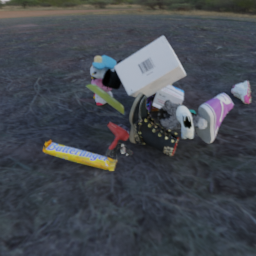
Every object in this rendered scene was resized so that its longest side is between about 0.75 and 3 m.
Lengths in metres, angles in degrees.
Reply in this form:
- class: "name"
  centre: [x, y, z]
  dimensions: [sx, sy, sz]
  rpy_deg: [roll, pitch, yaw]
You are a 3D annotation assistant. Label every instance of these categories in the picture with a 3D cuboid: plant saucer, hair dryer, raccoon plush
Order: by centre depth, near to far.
- class: "hair dryer"
  centre: [-0.395, 0.444, 9.928]
  dimensions: [1.077, 1.413, 0.384]
  rpy_deg: [-15, -6, -39]
- class: "raccoon plush"
  centre: [2.085, -0.302, 10.352]
  dimensions: [2.107, 1.019, 1.411]
  rpy_deg: [33, 22, 32]
- class: "plant saucer"
  centre: [-0.872, -1.216, 11.378]
  dimensions: [1.917, 0.298, 1.917]
  rpy_deg: [36, 2, -1]

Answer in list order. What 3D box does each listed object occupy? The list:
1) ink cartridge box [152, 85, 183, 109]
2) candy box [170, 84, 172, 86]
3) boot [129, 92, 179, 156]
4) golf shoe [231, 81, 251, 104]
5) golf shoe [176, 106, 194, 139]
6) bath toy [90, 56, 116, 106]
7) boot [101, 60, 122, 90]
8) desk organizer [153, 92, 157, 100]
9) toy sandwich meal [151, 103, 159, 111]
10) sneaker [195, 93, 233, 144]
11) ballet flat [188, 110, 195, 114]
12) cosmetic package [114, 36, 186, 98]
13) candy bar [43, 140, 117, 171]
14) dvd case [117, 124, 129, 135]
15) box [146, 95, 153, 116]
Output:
- class: "ink cartridge box"
  centre: [1.791, -1.319, 12.319]
  dimensions: [1.163, 0.670, 2.008]
  rpy_deg: [24, 24, 1]
- class: "candy box"
  centre: [1.827, -2.645, 16.509]
  dimensions: [1.217, 0.469, 1.029]
  rpy_deg: [-9, 31, -13]
- class: "boot"
  centre: [0.961, -0.064, 9.873]
  dimensions: [1.789, 2.369, 0.855]
  rpy_deg: [22, 50, 18]
- class: "golf shoe"
  centre: [5.991, -1.795, 14.853]
  dimensions: [0.980, 0.806, 2.141]
  rpy_deg: [-8, 24, 25]
- class: "golf shoe"
  centre: [1.590, -0.249, 7.647]
  dimensions: [0.435, 0.540, 1.111]
  rpy_deg: [-8, 55, -1]
- class: "bath toy"
  centre: [-1.280, -2.114, 13.416]
  dimensions: [1.197, 2.752, 1.017]
  rpy_deg: [25, 54, 11]
- class: "boot"
  centre: [-0.573, -2.144, 11.190]
  dimensions: [0.486, 1.314, 1.076]
  rpy_deg: [20, 8, 22]
- class: "desk organizer"
  centre: [0.919, -2.302, 13.094]
  dimensions: [0.749, 2.090, 0.805]
  rpy_deg: [10, 35, 25]
- class: "toy sandwich meal"
  centre: [1.354, -1.358, 13.854]
  dimensions: [1.543, 0.528, 1.543]
  rpy_deg: [-9, 36, 6]
- class: "sneaker"
  centre: [3.187, -0.331, 10.059]
  dimensions: [1.306, 2.291, 0.830]
  rpy_deg: [-36, 63, -13]
- class: "ballet flat"
  centre: [2.261, -0.547, 12.609]
  dimensions: [1.563, 0.580, 0.580]
  rpy_deg: [4, 27, -15]
- class: "cosmetic package"
  centre: [0.892, -2.114, 10.430]
  dimensions: [2.023, 1.248, 2.029]
  rpy_deg: [-29, -9, 16]
- class: "candy bar"
  centre: [-1.679, 0.970, 9.672]
  dimensions: [2.596, 0.288, 0.647]
  rpy_deg: [16, 31, -2]
- class: "dvd case"
  centre: [-0.170, 0.127, 11.704]
  dimensions: [0.867, 0.069, 0.644]
  rpy_deg: [31, 35, 26]
- class: "box"
  centre: [0.664, -0.912, 12.181]
  dimensions: [0.780, 1.090, 0.197]
  rpy_deg: [1, -15, 36]
